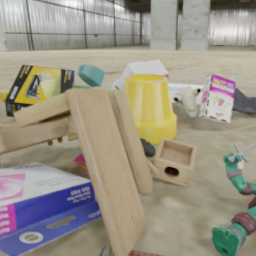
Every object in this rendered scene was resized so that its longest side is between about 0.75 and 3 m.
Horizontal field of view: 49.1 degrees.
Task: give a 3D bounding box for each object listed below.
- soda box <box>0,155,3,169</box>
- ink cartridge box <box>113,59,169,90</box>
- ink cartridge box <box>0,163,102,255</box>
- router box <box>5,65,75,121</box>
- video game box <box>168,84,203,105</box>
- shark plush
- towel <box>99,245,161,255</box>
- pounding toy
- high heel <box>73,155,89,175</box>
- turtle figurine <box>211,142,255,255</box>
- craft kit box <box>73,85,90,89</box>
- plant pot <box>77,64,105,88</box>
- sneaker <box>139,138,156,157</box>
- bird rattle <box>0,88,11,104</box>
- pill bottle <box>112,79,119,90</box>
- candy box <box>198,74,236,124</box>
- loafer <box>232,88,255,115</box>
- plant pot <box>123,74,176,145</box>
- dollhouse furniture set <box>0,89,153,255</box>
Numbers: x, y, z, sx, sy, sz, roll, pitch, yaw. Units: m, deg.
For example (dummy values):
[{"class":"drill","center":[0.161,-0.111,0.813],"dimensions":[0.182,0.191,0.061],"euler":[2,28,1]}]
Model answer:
[{"class":"soda box","center":[-3.334,1.028,4.885],"dimensions":[0.801,0.857,2.516],"euler":[5,20,13]},{"class":"ink cartridge box","center":[0.342,-1.484,10.298],"dimensions":[1.446,2.004,0.839],"euler":[-20,70,-35]},{"class":"ink cartridge box","center":[-1.617,1.096,4.533],"dimensions":[2.147,0.465,2.108],"euler":[9,6,31]},{"class":"router box","center":[-2.986,-1.285,9.910],"dimensions":[1.974,0.656,2.511],"euler":[5,39,-10]},{"class":"video game box","center":[2.505,-1.601,12.942],"dimensions":[2.339,0.548,2.131],"euler":[7,18,19]},{"class":"shark plush","center":[2.089,-0.997,10.367],"dimensions":[0.963,0.882,2.119],"euler":[-24,17,1]},{"class":"towel","center":[0.127,2.064,2.890],"dimensions":[1.506,0.223,2.054],"euler":[5,20,11]},{"class":"pounding toy","center":[0.683,0.751,5.810],"dimensions":[1.252,0.573,1.100],"euler":[15,36,10]},{"class":"high heel","center":[-0.957,0.887,6.159],"dimensions":[0.521,0.366,1.087],"euler":[-25,31,-2]},{"class":"turtle figurine","center":[2.274,1.096,4.257],"dimensions":[1.764,1.186,2.357],"euler":[-1,29,42]},{"class":"craft kit box","center":[-2.932,-1.355,11.730],"dimensions":[2.627,0.637,2.595],"euler":[5,21,-9]},{"class":"plant pot","center":[-1.647,-2.311,12.128],"dimensions":[0.693,0.693,0.981],"euler":[2,-21,46]},{"class":"sneaker","center":[-0.122,0.501,7.007],"dimensions":[1.635,0.648,0.617],"euler":[17,-24,5]},{"class":"bird rattle","center":[-4.450,-1.102,10.617],"dimensions":[0.925,1.135,0.639],"euler":[21,57,3]},{"class":"pill bottle","center":[0.014,-1.994,12.992],"dimensions":[0.943,0.943,1.703],"euler":[8,29,23]},{"class":"candy box","center":[2.742,-0.865,8.615],"dimensions":[0.915,1.342,0.409],"euler":[15,-11,-18]},{"class":"loafer","center":[3.883,-0.857,9.974],"dimensions":[2.265,0.814,0.713],"euler":[15,-19,-22]},{"class":"plant pot","center":[0.512,-0.637,8.287],"dimensions":[1.859,1.749,1.859],"euler":[-1,20,0]},{"class":"dollhouse furniture set","center":[-1.136,0.805,5.205],"dimensions":[2.773,2.260,2.637],"euler":[-17,1,21]}]
